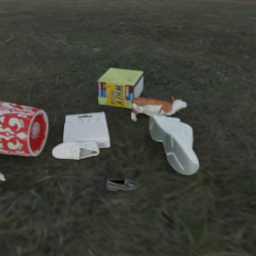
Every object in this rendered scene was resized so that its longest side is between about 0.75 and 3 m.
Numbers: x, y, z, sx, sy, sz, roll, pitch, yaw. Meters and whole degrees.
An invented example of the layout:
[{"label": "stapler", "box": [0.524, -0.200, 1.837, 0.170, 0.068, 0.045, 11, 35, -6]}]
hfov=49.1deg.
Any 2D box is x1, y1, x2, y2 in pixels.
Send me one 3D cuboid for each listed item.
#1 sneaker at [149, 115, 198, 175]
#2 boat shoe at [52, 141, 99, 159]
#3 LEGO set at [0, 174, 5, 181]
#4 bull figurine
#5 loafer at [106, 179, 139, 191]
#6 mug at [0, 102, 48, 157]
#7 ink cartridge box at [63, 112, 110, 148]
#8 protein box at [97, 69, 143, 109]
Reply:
[{"label": "sneaker", "box": [1.624, 0.355, 8.874, 1.166, 1.023, 2.909, -5, 31, -14]}, {"label": "boat shoe", "box": [-1.611, 0.741, 8.714, 1.428, 0.505, 0.495, -9, 32, -16]}, {"label": "LEGO set", "box": [-4.367, 1.493, 7.805, 1.694, 0.416, 1.265, 10, 32, 36]}, {"label": "bull figurine", "box": [1.133, -0.710, 10.858, 2.182, 0.710, 1.324, 5, 32, 8]}, {"label": "loafer", "box": [-0.142, 1.522, 7.631, 0.902, 0.284, 0.324, -4, 23, -6]}, {"label": "mug", "box": [-4.070, -0.200, 9.066, 2.755, 1.838, 2.446, 8, 34, 6]}, {"label": "ink cartridge box", "box": [-1.481, 0.093, 9.879, 1.491, 0.464, 1.852, -5, 28, -8]}, {"label": "protein box", "box": [-0.296, -1.742, 12.162, 1.585, 1.077, 1.596, 9, 33, 14]}]
